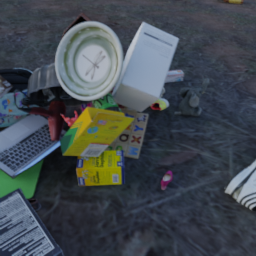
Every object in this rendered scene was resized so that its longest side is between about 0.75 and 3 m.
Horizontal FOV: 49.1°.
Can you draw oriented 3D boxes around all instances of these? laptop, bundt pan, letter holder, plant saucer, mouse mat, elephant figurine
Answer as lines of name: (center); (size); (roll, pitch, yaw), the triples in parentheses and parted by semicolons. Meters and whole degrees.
laptop: (-3.182, 0.190, 9.622); (2.992, 1.734, 2.802); (30, 43, 16)
bundt pan: (-2.315, -1.603, 10.332); (2.786, 2.786, 1.046); (-4, 80, -5)
letter holder: (-2.265, -3.065, 11.990); (1.448, 2.879, 2.046); (41, 72, -7)
plant saucer: (-1.133, -1.996, 8.602); (2.343, 2.343, 0.588); (17, 9, 21)
mouse mat: (-3.844, 1.531, 9.414); (1.836, 0.086, 2.282); (0, 36, -1)
elephant figurine: (2.712, -1.317, 11.916); (1.066, 1.507, 1.169); (17, 41, 20)

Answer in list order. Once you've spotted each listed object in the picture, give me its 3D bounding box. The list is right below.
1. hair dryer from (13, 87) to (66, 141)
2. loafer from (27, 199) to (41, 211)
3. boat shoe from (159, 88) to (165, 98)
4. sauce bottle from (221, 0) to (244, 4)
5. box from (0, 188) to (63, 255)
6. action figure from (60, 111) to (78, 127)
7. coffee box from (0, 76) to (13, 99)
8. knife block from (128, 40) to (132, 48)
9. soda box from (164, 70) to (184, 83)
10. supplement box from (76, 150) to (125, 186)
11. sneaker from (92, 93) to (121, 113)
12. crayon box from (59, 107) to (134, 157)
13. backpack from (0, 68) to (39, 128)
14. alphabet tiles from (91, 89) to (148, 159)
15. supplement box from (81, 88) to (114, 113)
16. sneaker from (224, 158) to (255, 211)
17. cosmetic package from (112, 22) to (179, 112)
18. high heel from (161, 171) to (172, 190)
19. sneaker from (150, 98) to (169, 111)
hair dryer: (-3.038, -0.553, 10.123); (0.639, 2.350, 1.790); (-3, 31, 44)
loafer: (-3.169, 2.242, 8.273); (1.131, 0.356, 0.407); (-1, 38, -2)
boat shoe: (1.285, -1.452, 11.710); (0.339, 0.919, 0.295); (38, 69, 8)
sauce bottle: (9.762, -12.354, 26.708); (2.450, 0.809, 0.809); (13, 40, 13)
box: (-2.927, 3.007, 6.425); (2.232, 1.376, 2.214); (-28, 47, -29)
action figure: (-1.550, -0.256, 8.330); (0.366, 1.121, 0.555); (-41, 71, 13)
coffee box: (-4.467, -1.330, 9.053); (0.610, 0.874, 1.529); (-45, 15, 7)
knife block: (0.762, -4.776, 17.068); (1.824, 0.665, 2.078); (7, 39, 11)
soda box: (2.178, -2.655, 14.502); (1.316, 0.450, 0.418); (-7, 38, -9)
supplement box: (-0.869, 1.300, 9.105); (1.493, 0.818, 0.813); (-2, 38, -2)
sneaker: (-0.769, -0.825, 9.826); (0.940, 1.027, 2.410); (-21, -1, -7)
crayon box: (-0.914, 0.087, 8.019); (1.288, 2.030, 0.515); (8, 50, -41)
backpack: (-5.057, -1.303, 11.354); (2.854, 2.148, 2.533); (-18, 40, -21)
alphabet tiles: (-0.451, -0.294, 10.856); (2.364, 0.107, 2.829); (9, 62, 12)
supplement box: (-1.010, -1.195, 12.200); (1.900, 0.961, 0.982); (7, 40, 10)
sneaker: (4.300, 1.708, 8.709); (2.483, 0.937, 1.429); (-32, 56, -24)
cosmetic package: (0.495, -1.991, 9.970); (1.394, 2.260, 2.268); (22, 78, -9)
high heel: (1.254, 1.598, 9.073); (0.277, 0.395, 0.823); (19, 42, 23)
sneaker: (1.095, -1.094, 12.343); (1.319, 0.515, 0.596); (18, 46, 37)
